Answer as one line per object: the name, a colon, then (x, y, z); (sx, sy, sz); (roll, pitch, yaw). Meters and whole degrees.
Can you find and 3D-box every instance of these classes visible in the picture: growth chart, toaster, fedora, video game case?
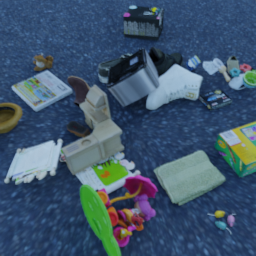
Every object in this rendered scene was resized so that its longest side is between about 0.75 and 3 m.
growth chart: (-3.138, 1.142, 9.244); (2.289, 0.203, 1.657); (-14, 43, 25)
toaster: (0.195, -2.091, 11.574); (1.917, 1.258, 2.120); (-29, 30, 18)
fedora: (-4.937, -0.277, 10.961); (1.679, 0.685, 1.679); (-1, 47, 1)
growth chart: (-1.095, 1.220, 9.821); (1.997, 0.245, 2.760); (-33, 55, -29)
video game case: (-3.907, -1.728, 12.710); (1.894, 0.238, 2.081); (-34, 55, -29)

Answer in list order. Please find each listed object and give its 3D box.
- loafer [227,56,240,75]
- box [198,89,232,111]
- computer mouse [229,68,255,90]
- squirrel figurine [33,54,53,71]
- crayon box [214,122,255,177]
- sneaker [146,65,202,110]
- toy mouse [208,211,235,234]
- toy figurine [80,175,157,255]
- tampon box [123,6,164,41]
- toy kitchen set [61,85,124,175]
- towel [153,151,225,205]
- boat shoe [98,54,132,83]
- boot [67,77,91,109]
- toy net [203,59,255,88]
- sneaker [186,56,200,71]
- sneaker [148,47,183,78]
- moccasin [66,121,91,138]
loafer: (5.206, -3.092, 13.864); (0.534, 0.482, 1.412); (1, 46, 1)
box: (3.788, -1.242, 12.203); (1.122, 0.258, 0.892); (-18, 48, -17)
computer mouse: (5.586, -2.332, 13.148); (1.965, 0.431, 1.077); (-25, 50, -23)
squirrel figurine: (-4.278, -3.349, 14.116); (0.983, 0.696, 0.917); (0, 33, -20)
crayon box: (4.646, 0.611, 10.039); (2.549, 0.743, 1.514); (-16, 48, -16)
sneaker: (2.125, -1.580, 11.982); (1.695, 1.081, 2.934); (28, 56, 21)
toy mouse: (2.897, 2.783, 8.323); (0.826, 0.160, 0.734); (-8, 46, -8)
toy figurine: (0.023, 2.300, 8.101); (2.060, 1.680, 2.238); (-19, 70, -30)
tampon box: (0.910, -6.080, 16.199); (2.063, 1.303, 1.546); (10, 46, 11)
toy kitchen set: (-1.642, -0.136, 9.833); (2.097, 1.896, 2.324); (-26, 44, -21)
towel: (2.039, 1.602, 9.333); (2.056, 0.375, 1.525); (-18, 49, -17)
boat shoe: (-0.008, -2.990, 13.434); (2.967, 0.945, 1.049); (-21, 49, -19)
boot: (-2.046, -1.446, 11.793); (1.532, 0.554, 1.274); (34, 37, -13)
toy net: (4.791, -2.712, 12.839); (2.672, 0.516, 1.402); (27, 65, 14)
sneaker: (3.020, -3.028, 13.406); (0.573, 1.394, 0.515); (-38, 85, 3)
sneaker: (1.759, -3.238, 13.299); (2.647, 1.516, 1.012); (-32, 55, -28)
moccasin: (-1.899, 0.078, 10.763); (1.332, 0.514, 0.487); (15, 61, 39)
